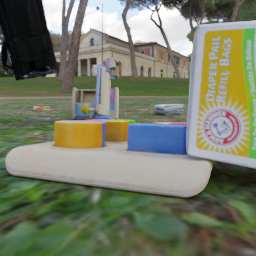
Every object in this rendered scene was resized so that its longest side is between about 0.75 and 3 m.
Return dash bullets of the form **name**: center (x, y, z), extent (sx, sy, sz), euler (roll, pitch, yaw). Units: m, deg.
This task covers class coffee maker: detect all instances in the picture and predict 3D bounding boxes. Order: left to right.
- **coffee maker**: center (-2.857, -2.678, 8.243), extent (1.561, 2.317, 2.225), euler (-23, 19, -37)

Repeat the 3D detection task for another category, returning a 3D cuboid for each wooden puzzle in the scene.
- **wooden puzzle**: center (0.035, 0.174, 4.411), extent (2.592, 0.648, 2.798), euler (3, 8, 20)

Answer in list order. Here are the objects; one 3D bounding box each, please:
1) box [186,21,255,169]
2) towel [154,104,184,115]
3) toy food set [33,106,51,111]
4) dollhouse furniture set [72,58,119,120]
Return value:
- **box**: center (2.278, -0.305, 2.935), extent (2.886, 1.463, 1.623), euler (9, 13, 33)
- **towel**: center (1.832, -0.825, 12.562), extent (1.079, 0.462, 0.893), euler (-5, 8, -22)
- **toy food set**: center (-4.478, -1.007, 14.661), extent (0.908, 0.223, 0.917), euler (-3, 8, -24)
- **dollhouse furniture set**: center (-1.276, -1.371, 9.299), extent (1.652, 2.390, 2.532), euler (0, -4, 5)
